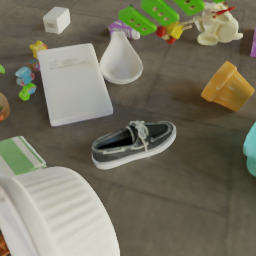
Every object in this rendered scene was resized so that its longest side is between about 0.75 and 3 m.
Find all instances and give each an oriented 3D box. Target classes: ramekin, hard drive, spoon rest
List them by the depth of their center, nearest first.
[{"bbox_3d":[-1.209,1.826,4.687,1.197,2.570,2.570,-22,50,-34],"label":"ramekin"},{"bbox_3d":[-1.691,-1.427,8.685,1.797,0.345,2.723,-13,62,-12],"label":"hard drive"},{"bbox_3d":[-0.307,-2.564,9.842,1.448,0.883,2.914,-4,46,-4],"label":"spoon rest"}]

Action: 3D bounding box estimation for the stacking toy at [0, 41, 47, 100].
[{"bbox_3d":[-3.199,-1.974,9.546,1.916,0.597,2.542,27,54,25],"label":"stacking toy"}]

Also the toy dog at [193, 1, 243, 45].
[{"bbox_3d":[3.636,-4.376,11.241,1.927,1.387,1.987,7,45,-3],"label":"toy dog"}]

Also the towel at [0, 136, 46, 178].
[{"bbox_3d":[-3.219,0.954,6.793,1.981,0.232,1.511,-28,49,-32],"label":"towel"}]

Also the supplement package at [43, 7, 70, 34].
[{"bbox_3d":[-3.004,-4.571,11.871,0.646,0.648,1.104,13,48,12],"label":"supplement package"}]

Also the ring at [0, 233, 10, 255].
[{"bbox_3d":[-3.199,1.742,6.068,2.580,0.248,2.580,1,41,-1],"label":"ring"}]

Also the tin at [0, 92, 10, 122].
[{"bbox_3d":[-4.507,-0.795,8.491,1.264,0.472,2.257,-38,57,-25],"label":"tin"}]

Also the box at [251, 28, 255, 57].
[{"bbox_3d":[5.707,-3.385,10.899,1.529,0.437,2.234,16,49,15],"label":"box"}]

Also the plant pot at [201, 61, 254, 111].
[{"bbox_3d":[3.036,-1.143,8.367,1.153,1.259,1.259,38,56,12],"label":"plant pot"}]

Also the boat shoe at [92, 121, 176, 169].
[{"bbox_3d":[0.196,0.240,7.228,2.424,0.828,0.895,-16,49,-15],"label":"boat shoe"}]

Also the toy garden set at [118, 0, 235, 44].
[{"bbox_3d":[1.327,-2.930,6.865,2.456,2.048,0.490,-12,77,35],"label":"toy garden set"}]

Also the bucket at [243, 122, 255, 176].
[{"bbox_3d":[4.409,0.255,6.442,3.040,1.978,3.040,0,48,0],"label":"bucket"}]

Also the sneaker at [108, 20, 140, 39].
[{"bbox_3d":[-0.234,-3.859,11.338,0.891,0.566,1.562,-30,45,-18],"label":"sneaker"}]
